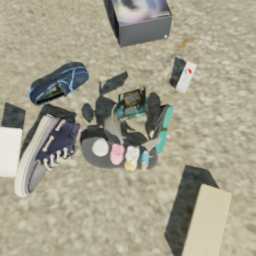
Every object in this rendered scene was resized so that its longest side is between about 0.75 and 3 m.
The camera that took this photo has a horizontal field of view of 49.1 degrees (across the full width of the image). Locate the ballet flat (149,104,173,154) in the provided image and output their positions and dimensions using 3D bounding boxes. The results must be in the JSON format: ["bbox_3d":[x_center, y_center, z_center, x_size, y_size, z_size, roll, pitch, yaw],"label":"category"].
[{"bbox_3d":[1.123,0.012,10.032,0.659,0.659,1.804,15,95,7],"label":"ballet flat"}]

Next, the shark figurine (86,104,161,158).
[{"bbox_3d":[-0.273,-0.099,8.938,1.720,1.201,2.878,-1,29,-24],"label":"shark figurine"}]

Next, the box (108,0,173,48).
[{"bbox_3d":[0.469,-4.912,11.996,2.265,1.396,2.246,-13,68,-6],"label":"box"}]

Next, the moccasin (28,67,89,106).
[{"bbox_3d":[-2.484,-1.423,10.563,2.422,0.975,0.826,-32,45,-9],"label":"moccasin"}]

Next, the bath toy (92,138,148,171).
[{"bbox_3d":[-0.229,0.777,8.185,1.668,0.616,0.725,15,87,7],"label":"bath toy"}]

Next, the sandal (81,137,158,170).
[{"bbox_3d":[-0.330,0.985,9.722,2.733,0.585,1.039,11,86,11],"label":"sandal"}]

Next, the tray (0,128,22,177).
[{"bbox_3d":[-3.977,0.782,9.047,0.848,0.175,1.580,7,92,-33],"label":"tray"}]

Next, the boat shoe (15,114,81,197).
[{"bbox_3d":[-2.606,0.961,9.465,1.388,1.118,2.994,13,68,8],"label":"boat shoe"}]

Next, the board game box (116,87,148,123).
[{"bbox_3d":[0.126,-0.764,8.983,0.968,0.201,1.431,-14,36,12],"label":"board game box"}]

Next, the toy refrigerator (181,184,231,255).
[{"bbox_3d":[2.370,3.157,8.640,0.960,0.885,2.529,16,66,15],"label":"toy refrigerator"}]

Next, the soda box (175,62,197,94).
[{"bbox_3d":[2.254,-1.957,10.927,0.395,0.369,1.159,23,84,5],"label":"soda box"}]
